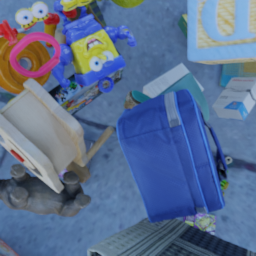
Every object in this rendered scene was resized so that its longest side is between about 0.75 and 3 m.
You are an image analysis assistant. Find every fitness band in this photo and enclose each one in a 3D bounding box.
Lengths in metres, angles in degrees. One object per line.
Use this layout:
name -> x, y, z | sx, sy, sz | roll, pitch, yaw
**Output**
fitness band -> -1.448, -1.130, 4.385 | 0.856, 0.615, 0.160 | -31, 45, 26

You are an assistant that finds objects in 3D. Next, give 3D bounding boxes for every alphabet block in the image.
alphabet block -> 2.101, -2.059, 5.532 | 1.514, 1.542, 1.506 | 5, 101, 28

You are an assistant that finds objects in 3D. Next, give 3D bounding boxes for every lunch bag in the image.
lunch bag -> 0.831, 0.483, 4.577 | 1.371, 1.408, 2.072 | -17, 106, 14

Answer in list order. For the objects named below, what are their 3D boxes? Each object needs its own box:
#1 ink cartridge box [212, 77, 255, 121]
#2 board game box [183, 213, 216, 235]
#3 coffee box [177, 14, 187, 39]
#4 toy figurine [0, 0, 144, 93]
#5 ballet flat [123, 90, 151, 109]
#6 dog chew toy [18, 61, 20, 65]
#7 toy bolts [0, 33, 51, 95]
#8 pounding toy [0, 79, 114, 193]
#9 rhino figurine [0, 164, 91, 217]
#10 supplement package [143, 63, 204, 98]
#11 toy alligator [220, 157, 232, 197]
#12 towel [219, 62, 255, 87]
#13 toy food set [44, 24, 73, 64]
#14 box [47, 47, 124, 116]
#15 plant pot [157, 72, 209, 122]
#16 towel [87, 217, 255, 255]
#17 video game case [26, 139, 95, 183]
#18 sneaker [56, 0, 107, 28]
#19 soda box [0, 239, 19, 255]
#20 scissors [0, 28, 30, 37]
ink cartridge box -> 2.505, -0.677, 6.394 | 0.957, 0.694, 0.401 | -52, 122, -15
board game box -> 1.906, 2.536, 7.514 | 0.855, 0.138, 0.513 | 11, 76, 4
coffee box -> 2.848, -3.287, 9.112 | 2.156, 0.474, 1.326 | -20, 73, -17
toy figurine -> -0.611, -1.546, 5.218 | 2.912, 1.536, 1.745 | -32, 109, -22
ballet flat -> 0.580, -0.388, 6.496 | 1.611, 0.526, 0.568 | 24, 45, -24
dog chew toy -> -3.772, -2.388, 8.820 | 0.914, 0.914, 1.468 | 10, 65, 3
toy bolts -> -3.272, -1.108, 5.580 | 1.916, 2.639, 2.763 | 15, 81, 46
pounding toy -> -1.368, 0.043, 5.189 | 1.629, 2.848, 1.634 | 37, 66, 13
rhino figurine -> -2.140, 1.278, 5.729 | 2.741, 1.199, 0.820 | 11, 61, -7
supplement package -> 1.263, -0.952, 8.211 | 1.358, 1.023, 1.031 | -33, 74, -10
toy alligator -> 2.560, 1.433, 7.719 | 0.467, 0.427, 1.575 | 27, 73, 9
towel -> 3.668, -1.694, 8.720 | 1.479, 0.160, 1.084 | 9, 71, 20
toy food set -> -1.590, -2.715, 9.046 | 2.200, 0.990, 1.050 | 4, 56, -17
box -> -1.094, -0.898, 6.637 | 2.175, 1.486, 0.410 | -37, 87, -8
plant pot -> 1.038, -0.369, 5.632 | 1.214, 1.214, 0.974 | -39, 94, -12
towel -> 1.115, 2.285, 4.516 | 2.819, 2.928, 0.506 | 16, 92, 28
video game case -> -1.912, 0.810, 8.079 | 1.728, 0.164, 1.235 | 11, 72, 3
sneaker -> -1.132, -2.855, 7.358 | 0.943, 1.262, 2.811 | -22, 79, 0
soda box -> -2.660, 3.790, 6.642 | 2.748, 0.940, 0.874 | 35, 75, 11
scissors -> -4.608, -3.051, 9.368 | 2.583, 0.180, 0.945 | -33, 72, -9
